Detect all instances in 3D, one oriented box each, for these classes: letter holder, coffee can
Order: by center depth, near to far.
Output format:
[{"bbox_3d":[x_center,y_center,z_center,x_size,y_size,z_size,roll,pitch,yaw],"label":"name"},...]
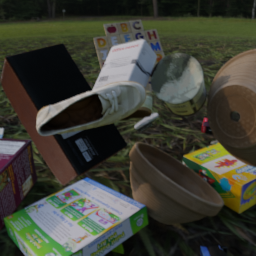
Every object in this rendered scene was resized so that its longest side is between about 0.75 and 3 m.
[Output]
[{"bbox_3d":[-1.618,-0.139,6.333,1.346,2.677,1.903,-29,-5,-38],"label":"letter holder"},{"bbox_3d":[1.404,-1.069,7.464,1.268,1.268,1.732,9,-5,19],"label":"coffee can"}]

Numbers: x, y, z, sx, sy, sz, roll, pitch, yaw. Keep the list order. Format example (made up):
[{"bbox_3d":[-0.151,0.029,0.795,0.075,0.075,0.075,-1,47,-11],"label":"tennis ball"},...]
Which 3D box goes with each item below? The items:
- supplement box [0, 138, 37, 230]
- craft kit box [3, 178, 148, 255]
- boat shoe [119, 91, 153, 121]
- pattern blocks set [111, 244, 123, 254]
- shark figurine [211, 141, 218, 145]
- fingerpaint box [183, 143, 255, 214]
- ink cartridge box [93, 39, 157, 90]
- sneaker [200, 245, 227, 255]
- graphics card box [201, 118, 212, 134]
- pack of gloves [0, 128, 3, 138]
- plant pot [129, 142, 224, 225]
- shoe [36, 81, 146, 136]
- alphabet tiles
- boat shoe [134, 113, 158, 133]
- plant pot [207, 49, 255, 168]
[{"bbox_3d":[-3.742,1.588,7.813,1.185,1.527,2.767,4,26,8],"label":"supplement box"},{"bbox_3d":[-1.319,2.294,6.898,2.587,0.636,2.620,-18,19,-37],"label":"craft kit box"},{"bbox_3d":[-0.079,-0.482,6.206,1.577,0.494,0.578,0,-18,42],"label":"boat shoe"},{"bbox_3d":[-0.572,3.186,6.062,2.135,0.173,1.877,10,27,20],"label":"pattern blocks set"},{"bbox_3d":[3.910,0.438,11.521,0.623,0.435,1.042,21,34,34],"label":"shark figurine"},{"bbox_3d":[3.445,1.324,8.860,2.647,0.971,2.208,-16,24,-31],"label":"fingerpaint box"},{"bbox_3d":[-0.100,-1.340,7.225,1.209,0.698,1.655,2,62,41],"label":"ink cartridge box"},{"bbox_3d":[1.996,3.092,5.784,0.653,0.588,1.676,-7,24,2],"label":"sneaker"},{"bbox_3d":[4.077,-0.025,12.520,1.478,0.376,0.927,10,27,17],"label":"graphics card box"},{"bbox_3d":[-5.817,0.479,11.756,1.089,0.256,1.296,-4,32,-21],"label":"pack of gloves"},{"bbox_3d":[1.022,1.640,7.450,2.729,1.260,2.729,30,10,-6],"label":"plant pot"},{"bbox_3d":[-0.563,-0.255,4.380,1.818,0.636,0.485,-18,17,0],"label":"shoe"},{"bbox_3d":[0.130,-2.318,9.126,2.189,2.631,0.083,-12,-14,-12],"label":"alphabet tiles"},{"bbox_3d":[0.698,-0.173,10.063,0.965,0.342,0.348,-31,25,8],"label":"boat shoe"},{"bbox_3d":[2.908,-0.368,6.684,1.376,2.980,2.980,-12,28,-35],"label":"plant pot"}]
